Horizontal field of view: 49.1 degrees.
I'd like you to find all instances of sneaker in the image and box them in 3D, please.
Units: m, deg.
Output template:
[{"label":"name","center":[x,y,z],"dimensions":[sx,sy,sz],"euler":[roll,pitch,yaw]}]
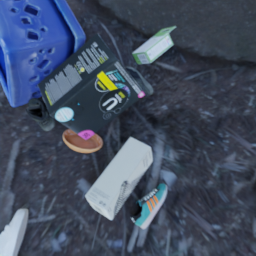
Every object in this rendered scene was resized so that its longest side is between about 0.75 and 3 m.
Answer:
[{"label":"sneaker","center":[0.137,-1.581,10.037],"dimensions":[0.837,0.558,1.461],"euler":[-33,72,-23]},{"label":"sneaker","center":[-2.854,-0.637,8.763],"dimensions":[0.582,0.873,1.523],"euler":[-32,50,-8]},{"label":"sneaker","center":[-3.484,3.042,7.491],"dimensions":[1.124,0.716,1.945],"euler":[11,59,1]},{"label":"sneaker","center":[0.600,2.139,8.054],"dimensions":[0.572,0.511,1.431],"euler":[36,69,-3]}]

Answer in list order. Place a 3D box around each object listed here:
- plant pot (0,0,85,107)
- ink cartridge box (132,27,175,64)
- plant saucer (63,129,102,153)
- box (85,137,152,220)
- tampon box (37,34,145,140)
[{"label":"plant pot","center":[-3.089,-2.809,9.201],"dimensions":[2.622,2.917,2.917],"euler":[-21,70,-27]},{"label":"ink cartridge box","center":[1.074,-3.104,10.570],"dimensions":[1.712,0.508,0.889],"euler":[-43,26,-17]},{"label":"plant saucer","center":[-1.449,0.420,8.862],"dimensions":[1.264,0.237,1.264],"euler":[16,25,-8]},{"label":"box","center":[-0.195,1.417,8.015],"dimensions":[0.755,0.907,2.207],"euler":[26,64,25]},{"label":"tampon box","center":[-1.116,-1.162,8.537],"dimensions":[2.418,1.812,1.527],"euler":[-38,52,7]}]
